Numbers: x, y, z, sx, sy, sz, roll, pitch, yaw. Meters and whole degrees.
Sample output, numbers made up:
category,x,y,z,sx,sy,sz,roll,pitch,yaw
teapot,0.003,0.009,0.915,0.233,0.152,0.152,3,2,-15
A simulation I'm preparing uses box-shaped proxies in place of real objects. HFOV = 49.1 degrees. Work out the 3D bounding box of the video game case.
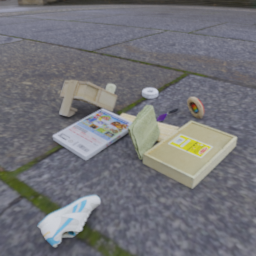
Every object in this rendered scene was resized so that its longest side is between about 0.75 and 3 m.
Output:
category,x,y,z,sx,sy,sz,roll,pitch,yaw
video game case,-1.228,0.144,10.465,1.824,0.230,2.547,25,43,34

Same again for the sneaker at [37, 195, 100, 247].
category,x,y,z,sx,sy,sz,roll,pitch,yaw
sneaker,-1.307,2.207,6.803,1.716,0.657,0.693,-21,69,-45

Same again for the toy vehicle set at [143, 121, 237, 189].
category,x,y,z,sx,sy,sz,roll,pitch,yaw
toy vehicle set,2.147,0.741,9.465,1.858,0.396,2.991,25,38,35

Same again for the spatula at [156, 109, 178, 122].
category,x,y,z,sx,sy,sz,roll,pitch,yaw
spatula,1.694,-0.590,11.782,0.145,0.400,1.415,44,45,19

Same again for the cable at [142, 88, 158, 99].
category,x,y,z,sx,sy,sz,roll,pitch,yaw
cable,1.084,-1.702,13.778,0.803,0.278,0.803,-17,34,-27

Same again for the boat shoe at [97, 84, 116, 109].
category,x,y,z,sx,sy,sz,roll,pitch,yaw
boat shoe,-1.009,-1.369,13.046,0.589,0.555,1.641,23,47,2

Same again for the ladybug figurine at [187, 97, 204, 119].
category,x,y,z,sx,sy,sz,roll,pitch,yaw
ladybug figurine,2.880,-0.862,11.769,0.358,0.996,0.676,-27,1,-32

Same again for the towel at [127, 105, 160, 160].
category,x,y,z,sx,sy,sz,roll,pitch,yaw
towel,0.598,0.121,9.565,0.327,1.330,1.792,-5,27,32

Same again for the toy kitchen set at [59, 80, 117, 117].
category,x,y,z,sx,sy,sz,roll,pitch,yaw
toy kitchen set,-1.884,-1.042,12.259,1.707,1.544,1.892,21,-4,-42

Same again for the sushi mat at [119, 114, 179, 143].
category,x,y,z,sx,sy,sz,roll,pitch,yaw
sushi mat,0.603,-0.018,11.020,2.600,0.157,1.244,16,33,25
